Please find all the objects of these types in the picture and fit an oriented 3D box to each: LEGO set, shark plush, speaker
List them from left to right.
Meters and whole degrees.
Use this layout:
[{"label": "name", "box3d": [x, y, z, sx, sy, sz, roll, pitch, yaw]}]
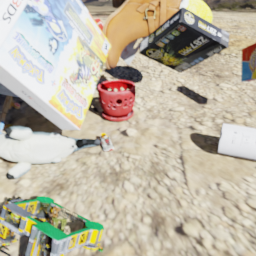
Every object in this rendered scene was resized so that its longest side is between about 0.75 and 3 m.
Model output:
[{"label": "LEGO set", "box3d": [-1.375, 1.939, 4.622, 1.804, 1.045, 1.387, 16, 2, 21]}, {"label": "shark plush", "box3d": [-2.091, 0.299, 7.270, 2.755, 1.252, 1.148, -14, 17, -23]}, {"label": "speaker", "box3d": [3.427, 0.461, 7.202, 2.075, 0.843, 0.843, 10, 30, 19]}]

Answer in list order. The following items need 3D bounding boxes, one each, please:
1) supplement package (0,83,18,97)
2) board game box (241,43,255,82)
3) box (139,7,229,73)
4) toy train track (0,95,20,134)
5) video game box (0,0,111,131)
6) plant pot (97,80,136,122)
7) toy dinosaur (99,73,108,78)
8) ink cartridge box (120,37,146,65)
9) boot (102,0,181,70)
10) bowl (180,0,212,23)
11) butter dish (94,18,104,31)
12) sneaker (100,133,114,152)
[{"label": "supplement package", "box3d": [-2.929, -1.967, 7.901, 1.984, 1.413, 2.548, 11, 26, 16]}, {"label": "board game box", "box3d": [4.051, -2.075, 8.658, 0.293, 1.111, 1.452, 1, 0, -11]}, {"label": "box", "box3d": [1.214, -1.912, 6.409, 1.324, 0.403, 1.643, 17, -17, -26]}, {"label": "toy train track", "box3d": [-3.511, -0.013, 8.075, 0.421, 1.485, 2.589, 21, 35, -28]}, {"label": "video game box", "box3d": [-1.578, -1.700, 5.853, 0.659, 2.815, 2.564, 4, 64, 31]}, {"label": "plant pot", "box3d": [-0.382, -0.893, 9.428, 1.262, 1.149, 1.262, 1, 28, 0]}, {"label": "toy dinosaur", "box3d": [-1.212, -2.506, 13.562, 0.413, 0.238, 0.816, -23, 25, -9]}, {"label": "ink cartridge box", "box3d": [0.237, -3.298, 10.007, 0.531, 1.798, 2.247, 21, 22, -35]}, {"label": "boot", "box3d": [0.402, -2.861, 8.142, 2.061, 2.654, 1.018, 12, -7, 5]}, {"label": "bowl", "box3d": [1.787, -3.931, 9.812, 2.038, 1.097, 2.038, -20, 48, 24]}, {"label": "butter dish", "box3d": [-1.323, -3.585, 11.135, 0.848, 1.148, 1.145, -20, 22, 36]}, {"label": "sneaker", "box3d": [-0.630, 0.407, 7.858, 0.306, 0.323, 0.787, -12, 31, -22]}]
